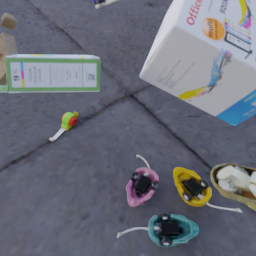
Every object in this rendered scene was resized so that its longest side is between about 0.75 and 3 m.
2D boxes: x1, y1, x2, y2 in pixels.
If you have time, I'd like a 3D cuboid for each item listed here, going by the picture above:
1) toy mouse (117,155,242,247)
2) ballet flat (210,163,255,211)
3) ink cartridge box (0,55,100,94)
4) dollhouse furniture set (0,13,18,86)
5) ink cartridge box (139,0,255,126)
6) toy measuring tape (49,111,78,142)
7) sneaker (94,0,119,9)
[{"bbox_3d":[0.674,1.734,6.131,2.306,0.502,2.595,-34,58,-26],"label":"toy mouse"},{"bbox_3d":[2.024,0.916,4.446,0.736,2.084,0.736,1,88,-17],"label":"ballet flat"},{"bbox_3d":[-1.145,-0.714,3.601,1.486,0.441,0.771,-4,16,-15],"label":"ink cartridge box"},{"bbox_3d":[-3.615,-2.019,6.097,2.567,1.331,1.136,10,53,-51],"label":"dollhouse furniture set"},{"bbox_3d":[1.241,-1.072,3.899,1.669,1.207,1.229,25,65,-7],"label":"ink cartridge box"},{"bbox_3d":[-1.771,-0.106,7.747,0.412,0.412,1.120,28,56,21],"label":"toy measuring tape"},{"bbox_3d":[-0.489,-4.119,8.316,1.435,0.713,0.499,-9,27,27],"label":"sneaker"}]
